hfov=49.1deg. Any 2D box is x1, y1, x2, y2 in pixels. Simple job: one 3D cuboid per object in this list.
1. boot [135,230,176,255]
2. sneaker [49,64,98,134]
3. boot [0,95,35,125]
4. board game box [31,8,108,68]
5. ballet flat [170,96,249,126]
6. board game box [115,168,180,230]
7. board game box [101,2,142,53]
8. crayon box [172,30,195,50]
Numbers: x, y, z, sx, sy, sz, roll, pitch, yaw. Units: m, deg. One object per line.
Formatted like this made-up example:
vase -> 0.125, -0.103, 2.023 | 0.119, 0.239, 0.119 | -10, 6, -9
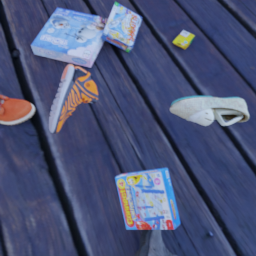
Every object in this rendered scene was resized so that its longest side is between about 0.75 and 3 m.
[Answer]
boot -> 1.025, 3.691, 8.557 | 1.349, 0.715, 2.050 | 29, 53, -1
sneaker -> -1.762, -0.829, 9.480 | 1.342, 0.929, 2.396 | 19, 91, -28
boot -> -5.055, -0.878, 10.750 | 2.729, 1.463, 1.024 | 0, 58, -2
board game box -> -2.597, -4.335, 13.235 | 2.863, 0.621, 2.849 | 15, 61, 9
ballet flat -> 2.813, -0.517, 9.220 | 2.976, 1.004, 0.928 | -5, 63, -21
board game box -> 0.541, 2.116, 8.238 | 1.619, 0.462, 1.654 | -14, 88, 33
board game box -> -0.280, -4.790, 13.313 | 1.521, 0.387, 2.247 | 24, 59, -16
crayon box -> 2.624, -4.152, 13.349 | 0.656, 0.262, 1.033 | 33, 64, 18
